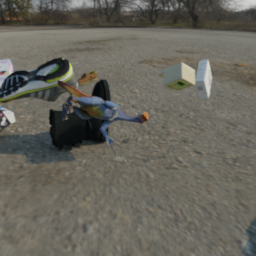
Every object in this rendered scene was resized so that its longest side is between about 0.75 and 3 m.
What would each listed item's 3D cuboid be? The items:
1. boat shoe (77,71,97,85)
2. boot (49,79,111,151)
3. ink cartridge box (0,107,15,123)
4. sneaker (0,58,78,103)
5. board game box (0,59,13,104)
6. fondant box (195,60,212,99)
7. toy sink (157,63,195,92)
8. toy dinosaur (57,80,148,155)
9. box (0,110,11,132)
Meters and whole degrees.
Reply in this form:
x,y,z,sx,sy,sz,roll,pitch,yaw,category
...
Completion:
x,y,z,sx,sy,sz,roll,pitch,yaw,category
-2.928,-3.462,19.261,0.720,0.680,2.001,15,30,28,boat shoe
-1.930,-0.508,11.068,2.308,2.817,1.042,-3,22,-19,boot
-6.183,-0.534,13.516,1.196,0.504,0.865,20,32,34,ink cartridge box
-2.668,-1.133,8.241,2.625,1.063,0.970,-11,54,17,sneaker
-5.088,-1.657,10.251,1.593,0.420,2.082,-11,50,-10,board game box
2.597,-1.658,9.594,0.325,0.805,1.115,-1,49,27,fondant box
1.890,-1.927,11.179,0.843,0.725,1.293,18,-22,-39,toy sink
-0.534,-0.532,6.865,1.963,1.136,2.163,-2,60,-29,toy dinosaur
-6.436,-0.491,12.042,2.233,1.281,1.476,22,57,36,box
